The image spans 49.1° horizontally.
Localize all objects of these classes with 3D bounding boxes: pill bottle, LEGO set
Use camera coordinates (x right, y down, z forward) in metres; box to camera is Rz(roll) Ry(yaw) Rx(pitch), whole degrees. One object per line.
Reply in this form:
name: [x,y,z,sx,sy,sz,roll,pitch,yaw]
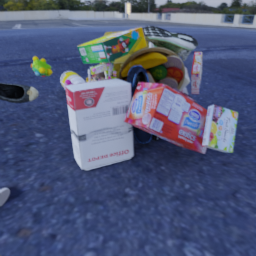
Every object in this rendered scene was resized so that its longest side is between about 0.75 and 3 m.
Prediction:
pill bottle: [-2.774,-2.239,14.431,0.996,0.996,1.771,-13,31,-26]
LEGO set: [-0.875,-1.892,9.146,1.234,0.998,2.682,19,43,19]

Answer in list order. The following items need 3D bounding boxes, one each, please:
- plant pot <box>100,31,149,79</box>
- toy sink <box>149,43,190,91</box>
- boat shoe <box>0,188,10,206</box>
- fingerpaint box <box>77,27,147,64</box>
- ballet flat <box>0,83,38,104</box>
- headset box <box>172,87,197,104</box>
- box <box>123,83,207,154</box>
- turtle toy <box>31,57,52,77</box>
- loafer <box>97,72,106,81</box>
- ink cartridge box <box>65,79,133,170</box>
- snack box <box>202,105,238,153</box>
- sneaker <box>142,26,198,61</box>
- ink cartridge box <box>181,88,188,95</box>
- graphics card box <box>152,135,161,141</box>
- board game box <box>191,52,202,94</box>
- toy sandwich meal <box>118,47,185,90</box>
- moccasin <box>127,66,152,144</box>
plant pot: [-0.206,-2.730,11.687,1.892,1.879,1.935,3,45,20]
toy sink: [1.305,-2.257,11.046,1.942,1.088,1.266,33,31,-19]
boat shoe: [-3.378,1.757,6.604,0.528,0.425,1.138,16,30,15]
fingerpaint box: [-0.528,-2.529,8.746,1.454,0.639,1.742,-30,25,-27]
ballet flat: [-4.295,-1.278,9.930,2.112,0.702,0.600,4,-9,-15]
headset box: [1.656,-0.668,9.858,1.082,0.546,1.456,38,79,27]
box: [1.304,-0.251,8.235,2.530,1.261,1.208,23,-3,-36]
turtle toy: [-2.849,-1.946,9.291,0.643,0.446,0.883,57,22,15]
loafer: [-0.659,-1.203,11.135,0.766,2.158,0.788,-40,24,-27]
ink cartridge box: [-0.822,-0.144,8.355,1.729,2.355,0.976,-12,23,-24]
snack box: [2.482,0.036,7.545,0.806,1.133,0.300,15,-11,-18]
sneaker: [1.268,-2.826,9.774,2.235,0.990,0.859,11,39,-9]
ink cartridge box: [1.377,-1.077,11.897,2.219,0.929,1.610,2,31,3]
graphics card box: [1.244,-0.089,10.489,1.597,0.406,1.002,-19,37,-37]
board game box: [2.808,-2.240,11.438,0.324,1.061,1.401,4,49,17]
toy sandwich meal: [0.784,-1.591,9.923,2.669,2.669,0.914,-2,43,-4]
moccasin: [0.334,-0.662,9.109,1.052,2.615,0.892,-13,16,-6]
